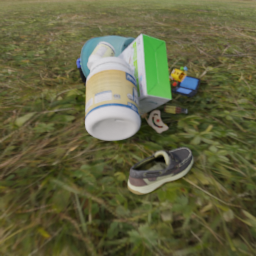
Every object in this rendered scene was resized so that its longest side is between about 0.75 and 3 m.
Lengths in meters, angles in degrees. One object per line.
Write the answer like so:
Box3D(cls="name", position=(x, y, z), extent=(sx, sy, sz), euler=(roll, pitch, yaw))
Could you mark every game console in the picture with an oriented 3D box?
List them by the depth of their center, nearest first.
Box3D(cls="game console", position=(2.935, -2.150, 14.225), extent=(1.156, 0.684, 0.987), euler=(20, 36, 30))

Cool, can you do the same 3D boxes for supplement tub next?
Box3D(cls="supplement tub", position=(-0.553, -1.005, 9.664), extent=(1.797, 1.797, 2.485), euler=(-2, 59, -3))
Box3D(cls="supplement tub", position=(-1.045, -2.699, 10.880), extent=(0.778, 0.778, 1.073), euler=(16, 63, 23))

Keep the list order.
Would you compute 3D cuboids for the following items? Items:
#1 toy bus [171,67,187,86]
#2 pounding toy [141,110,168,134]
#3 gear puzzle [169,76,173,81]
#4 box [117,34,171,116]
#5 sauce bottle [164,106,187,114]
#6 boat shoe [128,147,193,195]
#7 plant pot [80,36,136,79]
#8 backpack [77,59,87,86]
Box3D(cls="toy bus", position=(1.794, -1.979, 10.383), extent=(0.734, 0.379, 0.692), euler=(-25, 47, 37))
Box3D(cls="pounding toy", position=(1.125, -0.288, 11.104), extent=(0.648, 0.650, 1.133), euler=(-45, 79, 1))
Box3D(cls="gear puzzle", position=(2.614, -2.793, 15.784), extent=(1.239, 0.162, 0.642), euler=(-23, 40, -27))
Box3D(cls="box", position=(0.451, -1.979, 11.228), extent=(1.219, 2.225, 2.522), euler=(7, 70, -31))
Box3D(cls="sauce bottle", position=(2.037, -0.760, 12.035), extent=(0.985, 0.325, 0.325), euler=(11, 33, 26))
Box3D(cls="boat shoe", position=(1.112, 1.146, 8.745), extent=(2.653, 0.872, 0.948), euler=(-23, 39, -32))
Box3D(cls="plant pot", position=(-0.601, -3.345, 13.737), extent=(2.400, 2.555, 2.555), euler=(2, 25, 45))
Box3D(cls="backpack", position=(-1.230, -3.210, 14.496), extent=(2.293, 1.543, 2.094), euler=(-4, 21, 45))
